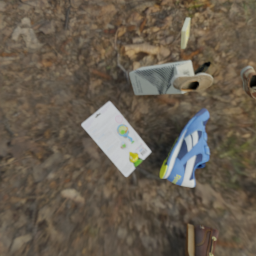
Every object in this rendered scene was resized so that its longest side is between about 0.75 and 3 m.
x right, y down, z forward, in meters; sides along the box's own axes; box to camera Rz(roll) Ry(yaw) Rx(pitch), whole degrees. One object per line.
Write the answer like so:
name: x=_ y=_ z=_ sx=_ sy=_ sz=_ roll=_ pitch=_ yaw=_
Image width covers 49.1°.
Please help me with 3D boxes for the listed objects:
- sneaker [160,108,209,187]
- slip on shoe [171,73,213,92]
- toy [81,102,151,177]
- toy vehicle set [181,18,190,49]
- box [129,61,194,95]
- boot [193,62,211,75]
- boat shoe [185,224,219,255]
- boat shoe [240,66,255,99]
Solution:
sneaker: x=1.898 y=0.589 z=8.284 sx=1.068 sy=0.960 sz=2.597 roll=28 pitch=68 yaw=8
slip on shoe: x=1.743 y=-1.147 z=7.298 sx=1.333 sy=0.507 sz=0.404 roll=-2 pitch=38 yaw=-32
toy: x=-0.315 y=0.309 z=7.236 sx=0.994 sy=0.408 sz=1.726 roll=-43 pitch=94 yaw=-24
toy vehicle set: x=1.466 y=-2.415 z=7.143 sx=0.102 sy=0.478 sz=0.769 roll=8 pitch=45 yaw=15
box: x=1.018 y=-1.515 z=8.730 sx=0.711 sy=0.855 sz=2.081 roll=-29 pitch=20 yaw=-34
boot: x=2.297 y=-1.800 z=9.447 sx=0.434 sy=0.775 sz=1.120 roll=41 pitch=51 yaw=4
boat shoe: x=1.755 y=3.565 z=6.607 sx=0.876 sy=0.876 sz=2.490 roll=8 pitch=61 yaw=8
boat shoe: x=3.816 y=-1.286 z=8.551 sx=0.502 sy=1.325 sz=0.476 roll=-36 pitch=40 yaw=14
